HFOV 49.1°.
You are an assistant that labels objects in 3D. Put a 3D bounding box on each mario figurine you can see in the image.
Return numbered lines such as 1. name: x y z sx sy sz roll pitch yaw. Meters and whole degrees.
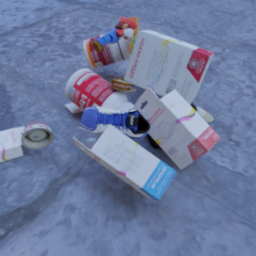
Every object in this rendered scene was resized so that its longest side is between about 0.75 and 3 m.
1. mario figurine: -0.385 -3.293 10.334 1.795 0.951 1.108 -35 61 -9

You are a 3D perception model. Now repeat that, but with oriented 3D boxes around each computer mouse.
1. computer mouse: 1.734 -0.231 10.832 2.558 0.589 1.796 -19 60 -11

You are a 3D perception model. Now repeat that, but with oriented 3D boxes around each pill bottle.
1. pill bottle: -0.769 -3.916 13.742 2.596 1.466 1.466 -14 40 9
2. pill bottle: -1.066 -1.085 11.260 2.762 1.550 1.550 36 51 20

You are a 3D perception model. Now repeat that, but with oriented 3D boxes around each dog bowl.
1. dog bowl: -3.179 0.252 9.804 1.102 1.102 0.406 -11 52 -13

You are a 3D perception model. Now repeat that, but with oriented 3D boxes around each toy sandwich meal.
1. toy sandwich meal: -0.192 -1.661 10.709 1.109 0.380 1.109 11 21 -4

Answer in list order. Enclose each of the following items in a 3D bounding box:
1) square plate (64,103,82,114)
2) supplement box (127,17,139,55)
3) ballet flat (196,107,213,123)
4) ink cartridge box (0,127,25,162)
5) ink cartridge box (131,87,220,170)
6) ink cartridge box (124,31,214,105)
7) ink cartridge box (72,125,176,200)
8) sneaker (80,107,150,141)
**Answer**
1. square plate: -2.279 -0.938 12.377 0.796 0.113 0.788 -18 40 -32
2. supplement box: 0.262 -4.115 12.623 0.523 1.572 0.541 -7 11 0
3. ballet flat: 2.669 -0.636 11.755 1.851 0.643 0.643 9 41 10
4. ink cartridge box: -4.505 0.653 10.182 1.756 0.592 1.022 -17 47 -24
5. ink cartridge box: 1.483 -0.125 9.372 2.713 1.580 0.916 49 52 7
6. ink cartridge box: 1.601 -2.416 10.983 2.768 2.012 2.002 24 24 12
7. ink cartridge box: -0.174 0.889 8.261 2.849 1.640 0.967 35 76 1
8. sneaker: -0.275 -0.242 8.664 2.266 1.309 0.915 12 77 -14
